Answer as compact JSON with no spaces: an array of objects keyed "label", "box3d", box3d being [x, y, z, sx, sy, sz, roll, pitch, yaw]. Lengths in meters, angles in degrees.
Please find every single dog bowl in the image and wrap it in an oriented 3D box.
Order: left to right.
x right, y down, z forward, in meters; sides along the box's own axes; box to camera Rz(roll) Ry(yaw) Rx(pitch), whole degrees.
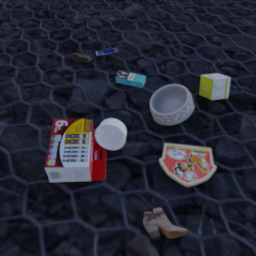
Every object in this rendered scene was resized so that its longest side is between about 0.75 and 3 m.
[{"label":"dog bowl","box3d":[1.858,-1.079,12.233,2.020,0.592,2.020,-15,49,18]}]

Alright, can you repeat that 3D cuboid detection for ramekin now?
[{"label":"ramekin","box3d":[-0.653,0.224,11.102,1.240,1.240,0.605,9,35,7]}]

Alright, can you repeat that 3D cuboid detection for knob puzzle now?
[{"label":"knob puzzle","box3d":[2.221,1.297,10.441,2.348,0.326,2.348,1,37,-1]}]

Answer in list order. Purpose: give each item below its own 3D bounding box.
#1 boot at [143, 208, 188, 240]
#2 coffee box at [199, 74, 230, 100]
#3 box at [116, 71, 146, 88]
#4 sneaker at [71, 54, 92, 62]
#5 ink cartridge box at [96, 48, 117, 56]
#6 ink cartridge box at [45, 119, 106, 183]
[{"label":"boot","box3d":[1.163,3.071,9.117,1.343,0.472,0.982,-3,41,-10]},{"label":"coffee box","box3d":[3.950,-1.893,12.844,0.958,0.969,0.967,-8,24,-19]},{"label":"box","box3d":[0.129,-2.433,14.006,1.408,0.346,0.579,14,50,12]},{"label":"sneaker","box3d":[-2.532,-3.823,15.285,1.140,0.401,0.431,19,32,13]},{"label":"ink cartridge box","box3d":[-1.153,-4.110,15.149,1.128,0.229,1.130,-13,15,-7]},{"label":"ink cartridge box","box3d":[-1.887,0.807,10.721,2.076,0.991,2.364,-1,48,-2]}]
